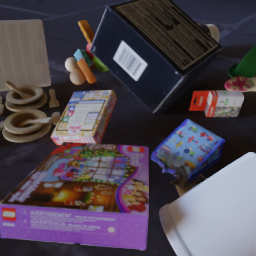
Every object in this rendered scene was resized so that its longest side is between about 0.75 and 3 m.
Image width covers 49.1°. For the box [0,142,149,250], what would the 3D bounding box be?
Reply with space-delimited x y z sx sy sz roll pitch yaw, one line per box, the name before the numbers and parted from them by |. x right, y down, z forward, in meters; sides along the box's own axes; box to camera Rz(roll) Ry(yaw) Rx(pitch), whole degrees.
box | -0.577 0.875 4.620 1.820 0.520 2.660 4 14 3

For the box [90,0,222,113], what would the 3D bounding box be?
box | 0.855 -2.267 8.120 2.655 1.636 2.633 46 49 8

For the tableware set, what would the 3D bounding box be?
tableware set | -2.709 -0.555 7.428 1.719 0.521 2.601 -11 36 -14

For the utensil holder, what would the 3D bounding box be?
utensil holder | 1.386 1.219 3.718 1.501 1.276 1.276 -37 37 9

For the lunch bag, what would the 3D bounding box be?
lunch bag | 1.209 0.536 5.918 1.314 0.618 0.989 -33 49 -27

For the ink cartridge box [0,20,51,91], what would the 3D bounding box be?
ink cartridge box | -3.684 -2.122 8.311 2.460 1.970 0.582 -9 20 -17

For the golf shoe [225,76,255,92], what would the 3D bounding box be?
golf shoe | 3.667 -1.289 8.601 1.342 0.614 0.505 -3 74 13

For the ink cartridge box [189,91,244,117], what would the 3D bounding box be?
ink cartridge box | 2.310 -0.625 7.368 1.240 0.676 0.312 0 41 -2

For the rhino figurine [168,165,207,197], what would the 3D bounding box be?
rhino figurine | 1.166 1.068 4.766 1.218 0.533 0.364 38 3 1

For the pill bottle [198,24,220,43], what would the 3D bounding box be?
pill bottle | 2.644 -3.535 11.193 1.934 1.125 1.125 -21 40 -27

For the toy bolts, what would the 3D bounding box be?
toy bolts | -1.562 -2.389 9.197 1.319 1.816 1.901 -30 21 -2

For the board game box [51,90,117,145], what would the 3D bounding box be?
board game box | -1.014 -0.265 6.634 1.127 0.344 1.487 1 50 24

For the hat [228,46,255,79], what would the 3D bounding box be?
hat | 4.578 -2.703 9.135 1.976 2.100 2.386 27 43 33
